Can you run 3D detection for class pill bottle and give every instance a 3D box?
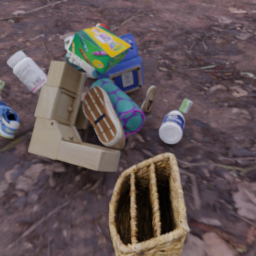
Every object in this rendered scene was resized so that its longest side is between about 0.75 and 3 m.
[{"bbox_3d":[1.658,-0.083,10.350,0.810,0.810,1.458,10,28,12],"label":"pill bottle"},{"bbox_3d":[-3.663,-2.041,10.298,0.812,1.433,0.812,-38,14,11],"label":"pill bottle"}]

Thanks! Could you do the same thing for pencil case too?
[{"bbox_3d":[-0.480,-0.805,10.404,1.087,1.180,2.554,26,15,-45],"label":"pencil case"}]

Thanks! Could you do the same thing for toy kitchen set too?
[{"bbox_3d":[-1.195,-0.287,9.293,2.678,2.969,2.422,11,-4,26],"label":"toy kitchen set"}]

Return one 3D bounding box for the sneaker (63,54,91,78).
[{"bbox_3d":[-2.011,-2.998,13.155,2.406,1.098,0.934,-14,47,-38],"label":"sneaker"}]

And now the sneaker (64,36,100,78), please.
[{"bbox_3d":[-1.635,-2.536,10.104,0.976,0.925,2.417,-15,47,-14],"label":"sneaker"}]

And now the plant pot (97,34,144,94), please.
[{"bbox_3d":[-0.366,-2.599,12.352,2.003,2.003,1.801,-21,56,-7],"label":"plant pot"}]

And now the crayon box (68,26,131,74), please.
[{"bbox_3d":[-0.847,-2.597,9.095,1.301,0.638,2.190,35,29,-1],"label":"crayon box"}]

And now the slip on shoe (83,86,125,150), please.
[{"bbox_3d":[-0.748,-0.342,9.142,0.958,0.763,2.520,-38,52,10],"label":"slip on shoe"}]

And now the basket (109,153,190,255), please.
[{"bbox_3d":[0.387,2.016,7.046,1.770,1.848,2.481,1,40,1],"label":"basket"}]

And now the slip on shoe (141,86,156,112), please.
[{"bbox_3d":[0.917,-1.183,11.635,0.348,0.437,1.149,25,85,54],"label":"slip on shoe"}]

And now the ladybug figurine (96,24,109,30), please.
[{"bbox_3d":[-1.027,-3.742,11.456,0.451,0.851,1.253,-9,69,20],"label":"ladybug figurine"}]

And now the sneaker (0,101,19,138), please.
[{"bbox_3d":[-4.500,-0.465,10.430,0.688,0.766,1.861,11,35,-50],"label":"sneaker"}]

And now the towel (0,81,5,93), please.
[{"bbox_3d":[-4.605,-0.858,9.330,0.288,1.170,1.577,29,28,-17],"label":"towel"}]

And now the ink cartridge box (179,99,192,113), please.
[{"bbox_3d":[2.227,-0.840,10.857,0.285,0.498,0.960,30,12,13],"label":"ink cartridge box"}]
